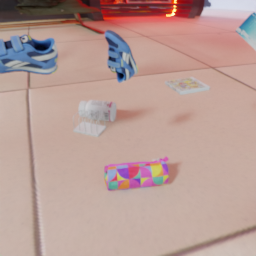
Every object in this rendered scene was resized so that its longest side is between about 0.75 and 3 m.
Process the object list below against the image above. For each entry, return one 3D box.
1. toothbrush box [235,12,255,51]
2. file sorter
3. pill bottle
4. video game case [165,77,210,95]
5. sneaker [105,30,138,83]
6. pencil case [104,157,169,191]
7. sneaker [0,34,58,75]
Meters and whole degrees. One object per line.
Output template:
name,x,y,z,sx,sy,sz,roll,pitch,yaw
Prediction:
toothbrush box,3.407,-2.584,7.514,0.803,0.588,0.342,47,46,7
file sorter,-1.542,-0.209,11.167,1.110,0.691,0.770,11,33,18
pill bottle,-1.299,-0.749,11.935,1.474,0.836,0.836,6,31,10
video game case,3.188,-2.314,15.225,1.831,0.210,1.666,-12,32,-19
sneaker,-0.255,-1.807,7.290,0.639,1.553,0.574,-43,46,-11
pencil case,0.251,1.359,8.369,1.956,0.865,0.865,-7,31,-11
sneaker,-2.913,-1.961,7.164,2.326,0.957,0.860,-8,55,-32
